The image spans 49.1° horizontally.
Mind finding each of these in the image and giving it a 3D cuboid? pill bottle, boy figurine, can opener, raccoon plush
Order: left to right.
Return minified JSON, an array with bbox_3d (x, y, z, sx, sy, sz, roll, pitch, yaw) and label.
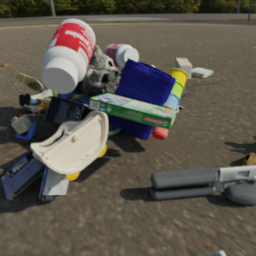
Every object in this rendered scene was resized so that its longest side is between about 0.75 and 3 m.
[{"bbox_3d":[-3.069,-0.927,9.792,0.892,0.462,1.435,-2,3,26],"label":"boy figurine"},{"bbox_3d":[-1.529,-1.820,7.149,1.083,1.083,1.929,3,50,6],"label":"pill bottle"},{"bbox_3d":[-1.445,-1.600,9.456,2.909,1.949,1.407,-10,63,29],"label":"raccoon plush"},{"bbox_3d":[-0.268,-2.787,10.872,0.853,0.853,1.520,-15,23,-28],"label":"pill bottle"},{"bbox_3d":[2.055,1.458,7.178,2.970,0.782,0.987,-2,27,-3],"label":"can opener"}]

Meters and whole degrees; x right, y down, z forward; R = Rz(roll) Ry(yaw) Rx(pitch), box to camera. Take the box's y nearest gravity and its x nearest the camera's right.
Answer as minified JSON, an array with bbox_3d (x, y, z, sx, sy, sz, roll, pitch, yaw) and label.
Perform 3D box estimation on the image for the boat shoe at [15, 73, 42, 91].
[{"bbox_3d":[-3.111,-1.462,8.913,0.917,0.343,0.314,31,6,0],"label":"boat shoe"}]

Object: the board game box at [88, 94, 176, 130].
[{"bbox_3d":[0.182,-0.489,7.580,2.141,0.312,1.441,15,14,11],"label":"board game box"}]

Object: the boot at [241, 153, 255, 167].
[{"bbox_3d":[3.808,0.943,8.741,0.326,0.335,0.887,16,29,33],"label":"boot"}]

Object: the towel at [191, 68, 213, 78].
[{"bbox_3d":[4.584,-3.488,17.767,1.122,0.316,1.310,23,34,34],"label":"towel"}]

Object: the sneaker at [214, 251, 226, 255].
[{"bbox_3d":[2.245,2.690,4.793,1.827,0.688,0.805,17,31,30],"label":"sneaker"}]

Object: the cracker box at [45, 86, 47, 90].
[{"bbox_3d":[-3.212,-2.054,14.584,1.818,0.524,1.217,6,27,14],"label":"cracker box"}]

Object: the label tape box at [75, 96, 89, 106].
[{"bbox_3d":[-1.069,-0.792,10.579,1.218,1.700,0.562,19,75,26],"label":"label tape box"}]

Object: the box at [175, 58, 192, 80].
[{"bbox_3d":[3.328,-3.611,17.053,0.728,0.889,1.873,1,28,1],"label":"box"}]

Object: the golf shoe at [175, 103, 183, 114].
[{"bbox_3d":[1.857,-0.763,11.902,1.111,0.432,0.525,-33,58,-25],"label":"golf shoe"}]

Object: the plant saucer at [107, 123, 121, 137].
[{"bbox_3d":[-1.300,-0.213,10.972,2.470,0.339,2.470,2,30,-1],"label":"plant saucer"}]

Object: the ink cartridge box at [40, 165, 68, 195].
[{"bbox_3d":[-1.747,1.184,6.828,0.582,0.853,0.325,8,12,-34],"label":"ink cartridge box"}]

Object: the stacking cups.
[{"bbox_3d":[1.339,-0.798,9.604,0.768,0.768,2.537,13,68,24],"label":"stacking cups"}]

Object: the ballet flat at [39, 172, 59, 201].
[{"bbox_3d":[-2.116,1.309,7.709,0.619,0.602,1.741,11,31,-23],"label":"ballet flat"}]

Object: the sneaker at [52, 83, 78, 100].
[{"bbox_3d":[-2.136,-2.201,10.615,0.973,2.744,1.137,9,-18,4],"label":"sneaker"}]

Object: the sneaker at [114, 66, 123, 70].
[{"bbox_3d":[0.124,-2.608,11.725,2.060,0.795,0.806,26,16,33],"label":"sneaker"}]

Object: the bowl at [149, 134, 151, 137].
[{"bbox_3d":[0.613,-0.708,10.225,1.884,0.986,1.884,7,65,-15],"label":"bowl"}]

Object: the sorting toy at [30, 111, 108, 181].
[{"bbox_3d":[-1.543,0.346,6.776,1.627,0.965,1.807,17,45,43],"label":"sorting toy"}]

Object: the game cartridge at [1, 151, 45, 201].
[{"bbox_3d":[-2.757,1.154,7.563,1.450,0.278,0.940,-42,44,-7],"label":"game cartridge"}]

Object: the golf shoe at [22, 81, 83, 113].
[{"bbox_3d":[-3.393,-1.491,12.622,2.785,1.282,1.011,-13,29,-22],"label":"golf shoe"}]

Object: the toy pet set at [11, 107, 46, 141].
[{"bbox_3d":[-3.624,-0.223,10.515,1.511,0.802,1.411,-25,23,14],"label":"toy pet set"}]

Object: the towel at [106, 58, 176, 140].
[{"bbox_3d":[0.337,-0.859,8.601,1.605,2.173,0.538,28,20,11],"label":"towel"}]

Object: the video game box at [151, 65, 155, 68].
[{"bbox_3d":[1.494,-1.999,11.923,1.181,0.304,1.297,45,6,25],"label":"video game box"}]

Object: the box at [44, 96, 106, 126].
[{"bbox_3d":[-1.736,-0.370,9.513,1.765,0.921,1.306,17,1,37],"label":"box"}]
